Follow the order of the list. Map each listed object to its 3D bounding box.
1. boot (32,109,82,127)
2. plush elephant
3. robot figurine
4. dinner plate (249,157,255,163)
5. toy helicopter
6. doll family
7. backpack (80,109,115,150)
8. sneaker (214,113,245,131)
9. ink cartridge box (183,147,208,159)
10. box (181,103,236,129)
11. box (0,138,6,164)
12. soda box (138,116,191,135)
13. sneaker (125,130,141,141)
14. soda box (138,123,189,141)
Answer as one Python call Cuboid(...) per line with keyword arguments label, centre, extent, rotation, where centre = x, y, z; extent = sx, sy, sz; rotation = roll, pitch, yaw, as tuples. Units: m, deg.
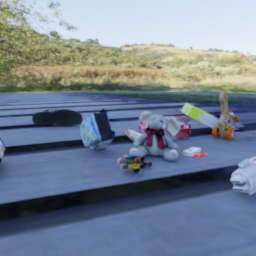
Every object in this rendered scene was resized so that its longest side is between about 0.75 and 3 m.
Cuboid(label="boot", centre=(-4.070, -0.688, 16.544), extent=(2.762, 0.997, 2.086), rotation=(-1, 8, -8))
Cuboid(label="plush elephant", centre=(1.035, 0.207, 10.133), extent=(1.633, 1.535, 1.983), rotation=(4, 10, 12))
Cuboid(label="robot figurine", centre=(2.964, 1.209, 6.893), extent=(1.015, 0.861, 0.573), rotation=(-23, 10, -32))
Cuboid(label="dinner plate", centre=(4.881, 1.267, 8.027), extent=(2.672, 0.324, 2.672), rotation=(-1, 12, 0))
Cuboid(label="toy helicopter", centre=(4.483, -0.606, 12.768), extent=(0.873, 2.213, 1.464), rotation=(10, 32, 43))
Cuboid(label="doll family", centre=(0.248, 1.073, 8.545), extent=(0.775, 0.526, 1.340), rotation=(-4, 7, 19))
Cuboid(label="backpack", centre=(-1.273, 0.179, 10.824), extent=(1.036, 1.290, 1.410), rotation=(-11, -22, -26))
Cuboid(label="sneaker", centre=(5.362, -0.347, 15.100), extent=(0.711, 0.837, 1.912), rotation=(-8, 13, -36))
Cuboid(label="ink cartridge box", centre=(2.496, 0.907, 10.301), extent=(0.684, 0.174, 0.777), rotation=(7, 13, 37))
Cuboid(label="box", centre=(4.004, -0.423, 14.178), extent=(2.447, 0.583, 1.492), rotation=(27, 9, -6))
Cuboid(label="box", centre=(-4.419, 0.836, 8.406), extent=(1.143, 0.589, 1.960), rotation=(-25, 17, -12))
Cuboid(label="soda box", centre=(1.764, -0.101, 13.693), extent=(2.490, 0.872, 0.790), rotation=(0, 11, 0))
Cuboid(label="sneaker", centre=(0.216, 0.351, 12.019), extent=(0.569, 0.428, 1.216), rotation=(26, -1, -16))
Cuboid(label="soda box", centre=(1.593, 0.190, 12.627), extent=(2.228, 0.706, 0.780), rotation=(-3, 11, -19))
